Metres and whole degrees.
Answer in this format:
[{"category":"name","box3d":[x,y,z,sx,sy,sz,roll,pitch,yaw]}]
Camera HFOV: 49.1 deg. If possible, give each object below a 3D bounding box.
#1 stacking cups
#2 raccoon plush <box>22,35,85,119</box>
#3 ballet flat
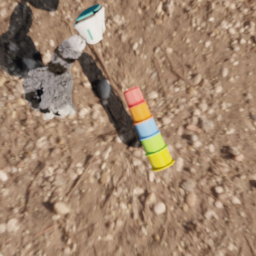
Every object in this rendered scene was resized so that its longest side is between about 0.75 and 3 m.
[{"category":"stacking cups","box3d":[0.505,0.023,7.812,0.720,0.720,2.380,-26,98,-6]},{"category":"raccoon plush","box3d":[-1.713,-1.228,8.117,2.638,1.767,1.276,-36,77,18]},{"category":"ballet flat","box3d":[-0.962,-2.736,7.480,0.826,2.379,0.826,-1,119,-1]}]
